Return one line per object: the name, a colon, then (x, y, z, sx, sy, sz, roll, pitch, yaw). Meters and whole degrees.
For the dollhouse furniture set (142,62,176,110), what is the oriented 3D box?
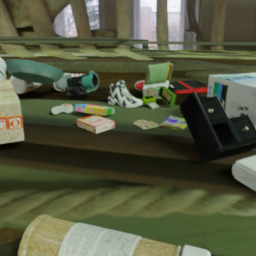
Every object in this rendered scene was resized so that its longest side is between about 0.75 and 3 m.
dollhouse furniture set: (1.467, -1.839, 12.505, 1.258, 1.920, 0.964, -17, 48, -25)

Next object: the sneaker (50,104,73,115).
sneaker: (-2.924, -0.830, 12.211, 1.041, 0.401, 0.426, -11, 10, -40)

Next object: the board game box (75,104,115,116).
board game box: (-1.395, -0.772, 11.840, 1.362, 0.275, 1.042, 10, 10, 24)

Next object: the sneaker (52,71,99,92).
sneaker: (-2.764, -2.613, 16.125, 1.689, 1.170, 2.798, 6, 17, 45)

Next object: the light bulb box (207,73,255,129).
light bulb box: (4.927, -0.986, 10.526, 2.847, 1.792, 2.872, -7, 21, -19)

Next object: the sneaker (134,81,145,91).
sneaker: (1.230, -2.383, 16.203, 1.616, 0.575, 0.909, -1, 16, -10)

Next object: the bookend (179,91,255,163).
bookend: (2.747, -0.145, 8.102, 1.856, 0.855, 1.844, -9, 66, -24)

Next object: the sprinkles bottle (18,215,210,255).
sprinkles bottle: (-0.214, 1.885, 3.907, 2.588, 0.883, 0.883, 6, 21, 17)

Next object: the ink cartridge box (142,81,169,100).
ink cartridge box: (1.507, -2.210, 14.982, 1.083, 0.624, 1.484, 7, 41, 20)

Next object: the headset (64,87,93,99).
headset: (-2.623, -1.957, 14.741, 1.609, 0.756, 0.994, -8, 14, 29)

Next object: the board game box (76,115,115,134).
board game box: (-1.222, -0.151, 10.452, 1.183, 0.274, 0.896, 18, 27, 41)

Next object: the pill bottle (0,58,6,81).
pill bottle: (-5.888, -1.811, 11.597, 1.375, 1.375, 2.414, -2, 57, -5)

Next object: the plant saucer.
plant saucer: (-4.673, -2.676, 13.891, 2.879, 0.518, 2.879, 7, -5, 1)

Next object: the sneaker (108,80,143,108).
sneaker: (-0.150, -1.647, 13.266, 1.817, 1.183, 0.725, 14, 25, 33)

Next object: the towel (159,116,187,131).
towel: (1.848, -0.206, 10.788, 0.921, 0.146, 1.283, 10, 23, 27)

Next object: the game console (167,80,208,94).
game console: (3.454, -2.412, 16.723, 2.156, 0.378, 2.437, -7, 20, -6)

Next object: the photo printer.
photo printer: (3.503, 1.070, 6.697, 1.522, 0.529, 1.266, -10, 22, -24)

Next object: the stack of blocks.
stack of blocks: (-4.095, -0.444, 9.239, 0.832, 1.635, 2.840, -10, 25, -25)

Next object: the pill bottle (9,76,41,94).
pill bottle: (-5.755, -2.632, 16.034, 1.077, 1.077, 1.945, 6, 18, 15)

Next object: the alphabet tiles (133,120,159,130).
alphabet tiles: (0.663, -0.150, 10.807, 0.770, 0.035, 0.922, -11, 24, -29)
